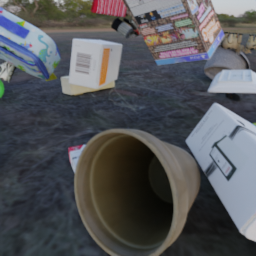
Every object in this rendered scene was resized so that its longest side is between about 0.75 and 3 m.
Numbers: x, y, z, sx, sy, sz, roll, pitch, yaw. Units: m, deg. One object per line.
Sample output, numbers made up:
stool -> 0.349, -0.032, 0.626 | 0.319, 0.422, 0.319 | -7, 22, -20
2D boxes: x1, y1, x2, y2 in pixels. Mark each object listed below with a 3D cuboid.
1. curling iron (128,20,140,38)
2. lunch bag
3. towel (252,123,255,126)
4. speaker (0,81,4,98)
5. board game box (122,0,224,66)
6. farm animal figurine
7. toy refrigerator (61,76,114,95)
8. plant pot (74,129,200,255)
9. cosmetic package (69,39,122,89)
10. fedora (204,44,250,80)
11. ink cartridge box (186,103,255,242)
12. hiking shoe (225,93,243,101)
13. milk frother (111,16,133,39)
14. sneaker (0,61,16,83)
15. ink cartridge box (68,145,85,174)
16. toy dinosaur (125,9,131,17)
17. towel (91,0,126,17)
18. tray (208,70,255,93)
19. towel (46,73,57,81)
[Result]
curling iron -> 0.115, -2.126, 6.043 | 0.251, 0.129, 1.012 | -17, 3, 6
lunch bag -> -3.548, -2.678, 8.575 | 2.734, 1.127, 2.198 | 29, -11, -2
towel -> 4.793, 0.291, 8.645 | 1.538, 0.244, 2.142 | -9, 24, -18
speaker -> -6.851, -1.970, 12.544 | 2.969, 1.313, 1.313 | 17, 29, 34
board game box -> 1.105, -2.653, 6.734 | 1.600, 2.007, 0.972 | 6, 51, 46
farm animal figurine -> 3.346, -2.382, 8.044 | 1.201, 0.604, 0.970 | 19, 24, 30
toy refrigerator -> -1.919, -2.179, 13.589 | 2.430, 0.850, 0.923 | -16, 21, -34
plant pot -> 0.398, 1.034, 5.108 | 2.104, 2.104, 1.825 | 19, 13, 37
cosmetic package -> -0.998, -2.193, 9.343 | 0.950, 1.352, 2.666 | 12, 19, 7
fedora -> 4.972, -3.148, 14.795 | 2.615, 2.312, 1.181 | 27, 64, 37
ink cartridge box -> 2.466, 0.868, 5.090 | 1.973, 1.139, 2.702 | 27, 19, -18
hiking shoe -> 4.797, -1.447, 12.457 | 0.481, 0.362, 0.955 | -13, 26, -20
milk frother -> -0.207, -4.676, 12.571 | 0.886, 0.850, 0.942 | 37, -3, 10
sneaker -> -4.151, -2.153, 9.679 | 0.519, 0.435, 1.173 | 20, 55, -15
ink cartridge box -> -1.006, 0.853, 7.056 | 0.799, 0.459, 1.100 | -9, 25, -19
toy dinosaur -> 0.385, -4.817, 11.331 | 2.603, 1.117, 1.764 | 23, 4, -2
towel -> -0.554, -4.510, 9.741 | 1.602, 1.159, 0.180 | -13, 41, -43
tray -> 3.387, -1.525, 8.830 | 1.448, 0.299, 2.696 | 5, 21, 21
towel -> -3.225, -2.218, 10.525 | 0.527, 1.224, 0.110 | -5, 55, 23
